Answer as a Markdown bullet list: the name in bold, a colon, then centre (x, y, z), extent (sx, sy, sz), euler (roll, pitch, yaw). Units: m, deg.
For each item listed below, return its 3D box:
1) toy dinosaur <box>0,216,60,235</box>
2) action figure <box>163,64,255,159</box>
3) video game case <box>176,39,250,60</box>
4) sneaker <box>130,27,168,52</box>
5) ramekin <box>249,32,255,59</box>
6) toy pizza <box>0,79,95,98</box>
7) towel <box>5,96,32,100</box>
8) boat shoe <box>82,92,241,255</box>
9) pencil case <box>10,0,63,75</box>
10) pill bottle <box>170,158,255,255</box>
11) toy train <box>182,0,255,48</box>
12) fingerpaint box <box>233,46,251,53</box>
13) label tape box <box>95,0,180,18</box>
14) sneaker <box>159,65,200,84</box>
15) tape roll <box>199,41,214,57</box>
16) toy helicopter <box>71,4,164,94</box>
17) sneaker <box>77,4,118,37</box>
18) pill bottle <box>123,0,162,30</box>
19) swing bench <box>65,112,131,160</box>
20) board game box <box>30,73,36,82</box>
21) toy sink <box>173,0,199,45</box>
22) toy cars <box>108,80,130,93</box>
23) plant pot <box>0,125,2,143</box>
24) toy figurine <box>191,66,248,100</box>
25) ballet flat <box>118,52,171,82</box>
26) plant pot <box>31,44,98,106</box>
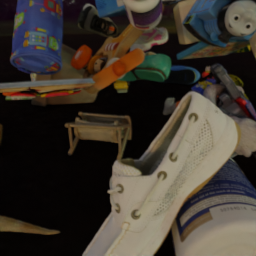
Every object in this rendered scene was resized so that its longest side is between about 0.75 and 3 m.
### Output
- **toy dinosaur**: centre (-2.704, 1.453, 4.223), extent (2.984, 0.868, 1.509), euler (5, 22, 11)
- **action figure**: centre (2.036, 0.264, 6.114), extent (1.549, 2.962, 2.865), euler (-39, 6, -5)
- **video game case**: centre (2.573, -2.286, 7.976), extent (1.955, 0.174, 1.399), euler (-11, 1, -26)
- **sneaker**: centre (0.859, -3.806, 11.332), extent (0.911, 0.988, 2.240), euler (9, 33, 37)
- **ramekin**: centre (3.972, -2.193, 6.349), extent (2.906, 2.906, 1.353), euler (-17, -1, -35)
- **toy pizza**: centre (-1.601, -0.743, 5.382), extent (1.935, 0.307, 1.935), euler (-3, 10, 1)
- **towel**: centre (-4.435, -1.409, 11.900), extent (1.282, 0.197, 0.956), euler (-3, 22, -6)
- **boat shoe**: centre (0.171, 0.775, 3.699), extent (1.010, 2.913, 1.032), euler (40, -4, -15)
- **pencil case**: centre (-2.220, -2.672, 6.831), extent (1.250, 2.877, 1.123), euler (-17, -21, 34)
- **pill bottle**: centre (1.250, 1.159, 4.271), extent (1.339, 1.339, 2.414), euler (0, 23, 0)
- **toy train**: centre (2.043, -2.400, 5.413), extent (1.217, 1.605, 2.809), euler (28, 16, -11)
- **fingerpaint box**: centre (4.251, -4.398, 10.806), extent (0.834, 2.275, 1.898), euler (6, -17, 40)
- **label tape box**: centre (0.418, -4.400, 9.430), extent (1.845, 0.851, 2.575), euler (0, 22, 40)
- **sneaker**: centre (2.283, -2.761, 14.310), extent (2.748, 0.906, 1.077), euler (14, 22, 25)
- **tape roll**: centre (3.468, -3.855, 11.833), extent (0.402, 1.672, 1.672), euler (-1, 18, 38)
- **toy helicopter**: centre (-0.180, -1.835, 6.467), extent (1.054, 2.672, 1.767), euler (34, 22, -30)
- **sneaker**: centre (-1.145, -4.158, 11.078), extent (1.014, 0.945, 2.558), euler (29, 18, 14)
- **pill bottle**: centre (0.249, -2.217, 4.823), extent (0.664, 0.664, 1.191), euler (3, -2, 8)
- **swing bench**: centre (-0.719, 0.100, 7.385), extent (1.393, 0.908, 1.400), euler (4, 23, 10)
- **board game box**: centre (-4.411, -2.712, 14.201), extent (0.641, 0.629, 1.222), euler (-22, 21, -40)
- **toy sink**: centre (2.825, -3.567, 9.044), extent (2.412, 1.351, 1.572), euler (-13, 16, 6)
- **toy cars**: centre (-0.728, -2.032, 12.936), extent (1.215, 0.600, 2.710), euler (-19, 26, -34)
- **plant pot**: centre (-3.950, 0.143, 7.214), extent (1.243, 1.158, 1.158), euler (7, 20, -18)
- **toy figurine**: centre (3.400, -1.457, 11.491), extent (1.523, 1.341, 2.543), euler (-33, 26, -4)
- **ballet flat**: centre (0.295, -1.856, 8.393), extent (2.390, 0.805, 0.841), euler (12, 64, 40)
- **plant pot**: centre (-2.290, -1.952, 10.670), extent (2.265, 2.610, 2.610), euler (10, 20, -17)
